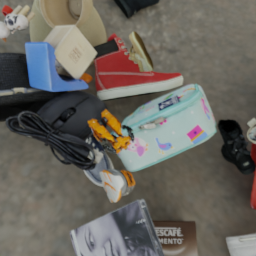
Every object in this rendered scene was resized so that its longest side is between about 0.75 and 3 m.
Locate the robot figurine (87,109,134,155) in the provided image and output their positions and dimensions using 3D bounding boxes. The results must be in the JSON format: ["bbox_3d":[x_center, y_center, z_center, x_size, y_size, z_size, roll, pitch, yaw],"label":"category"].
[{"bbox_3d":[-0.298,0.094,5.079,0.643,0.258,0.887,-35,66,-18],"label":"robot figurine"}]

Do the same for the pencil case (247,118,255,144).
[{"bbox_3d":[3.046,0.394,5.291,1.693,0.659,0.757,33,29,-17],"label":"pencil case"}]

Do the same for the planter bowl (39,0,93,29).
[{"bbox_3d":[-1.388,-3.008,6.823,1.251,1.251,0.842,35,30,12],"label":"planter bowl"}]

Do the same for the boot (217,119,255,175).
[{"bbox_3d":[2.576,0.343,7.003,0.568,1.535,1.258,-29,109,7],"label":"boot"}]

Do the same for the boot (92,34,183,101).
[{"bbox_3d":[0.268,-1.804,7.866,2.508,0.908,1.810,-8,92,-9],"label":"boot"}]

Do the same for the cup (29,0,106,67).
[{"bbox_3d":[-1.957,-3.246,8.568,2.474,1.769,2.474,0,69,0],"label":"cup"}]

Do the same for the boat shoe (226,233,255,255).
[{"bbox_3d":[3.775,2.569,6.731,2.845,1.024,0.935,-21,66,3],"label":"boat shoe"}]

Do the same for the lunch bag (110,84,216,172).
[{"bbox_3d":[0.798,-0.111,6.538,2.254,2.810,1.083,-23,96,18],"label":"lunch bag"}]

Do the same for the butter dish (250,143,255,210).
[{"bbox_3d":[4.153,0.456,7.078,2.700,2.707,2.001,-13,38,0],"label":"butter dish"}]

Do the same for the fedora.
[{"bbox_3d":[-3.081,-1.016,7.054,2.985,2.985,1.363,-13,87,-5],"label":"fedora"}]

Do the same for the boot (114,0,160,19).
[{"bbox_3d":[0.182,-4.716,9.715,1.357,0.617,1.615,-31,79,-7],"label":"boot"}]

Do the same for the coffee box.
[{"bbox_3d":[0.802,3.498,6.412,1.486,1.036,2.599,0,69,0],"label":"coffee box"}]

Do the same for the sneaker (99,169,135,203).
[{"bbox_3d":[-0.190,1.207,6.237,0.706,1.828,0.716,-23,78,-11],"label":"sneaker"}]

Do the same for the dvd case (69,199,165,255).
[{"bbox_3d":[-0.243,2.852,5.768,0.221,2.770,2.059,-4,65,-43],"label":"dvd case"}]

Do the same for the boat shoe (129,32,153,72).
[{"bbox_3d":[0.247,-1.762,6.761,0.414,1.249,0.462,-15,54,17],"label":"boat shoe"}]

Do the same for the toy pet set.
[{"bbox_3d":[-1.985,-1.495,6.924,2.550,2.731,1.450,17,69,43],"label":"toy pet set"}]

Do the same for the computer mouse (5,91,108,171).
[{"bbox_3d":[-1.109,-0.261,6.263,1.925,2.780,0.733,28,112,2],"label":"computer mouse"}]

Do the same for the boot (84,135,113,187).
[{"bbox_3d":[-1.133,0.535,7.457,0.805,0.999,2.213,-32,71,-2],"label":"boot"}]
